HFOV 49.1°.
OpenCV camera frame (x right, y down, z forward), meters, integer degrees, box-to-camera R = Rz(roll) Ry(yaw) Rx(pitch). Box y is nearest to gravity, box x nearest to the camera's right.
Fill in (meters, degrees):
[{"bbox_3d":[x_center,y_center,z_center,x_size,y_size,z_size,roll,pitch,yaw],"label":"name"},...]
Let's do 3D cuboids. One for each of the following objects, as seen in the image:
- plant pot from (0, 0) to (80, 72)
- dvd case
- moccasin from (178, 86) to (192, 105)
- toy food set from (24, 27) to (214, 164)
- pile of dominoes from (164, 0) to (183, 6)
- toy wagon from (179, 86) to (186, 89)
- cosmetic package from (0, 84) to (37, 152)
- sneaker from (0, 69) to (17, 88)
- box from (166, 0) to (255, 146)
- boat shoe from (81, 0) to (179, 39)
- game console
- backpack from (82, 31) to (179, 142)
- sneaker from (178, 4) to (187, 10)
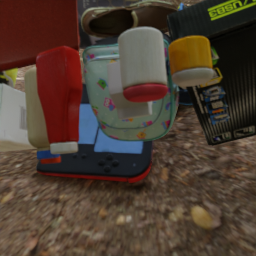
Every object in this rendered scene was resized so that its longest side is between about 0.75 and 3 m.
[{"bbox_3d":[-1.639,-1.869,4.263,1.715,1.944,1.946,-3,20,-11],"label":"plant pot"},{"bbox_3d":[-0.614,-3.266,8.180,2.656,1.975,0.212,8,27,14],"label":"dvd case"},{"bbox_3d":[1.249,-1.248,8.942,1.943,0.663,0.782,5,38,7],"label":"moccasin"},{"bbox_3d":[-0.252,-0.163,2.440,1.932,0.869,0.922,-8,-6,26],"label":"toy food set"},{"bbox_3d":[1.475,-4.968,10.276,1.312,0.209,1.022,28,6,-36],"label":"pile of dominoes"},{"bbox_3d":[1.523,-1.350,7.104,0.776,0.198,1.000,1,50,4],"label":"toy wagon"},{"bbox_3d":[-2.190,-0.033,4.138,1.878,1.060,0.762,-4,80,20],"label":"cosmetic package"},{"bbox_3d":[-2.569,-1.907,6.300,0.822,2.152,0.811,2,-8,-32],"label":"sneaker"},{"bbox_3d":[2.330,-0.879,4.094,2.872,2.974,0.707,-14,59,17],"label":"box"},{"bbox_3d":[0.128,-2.464,6.632,2.420,0.894,0.895,-10,27,-6],"label":"boat shoe"},{"bbox_3d":[-0.654,-0.056,7.107,2.648,0.465,2.994,5,51,5],"label":"game console"},{"bbox_3d":[0.097,-0.607,4.814,1.561,1.776,1.361,-4,29,13],"label":"backpack"},{"bbox_3d":[1.771,-3.354,8.500,0.639,0.546,1.541,23,25,-18],"label":"sneaker"}]
